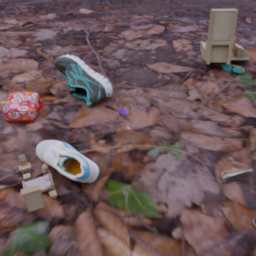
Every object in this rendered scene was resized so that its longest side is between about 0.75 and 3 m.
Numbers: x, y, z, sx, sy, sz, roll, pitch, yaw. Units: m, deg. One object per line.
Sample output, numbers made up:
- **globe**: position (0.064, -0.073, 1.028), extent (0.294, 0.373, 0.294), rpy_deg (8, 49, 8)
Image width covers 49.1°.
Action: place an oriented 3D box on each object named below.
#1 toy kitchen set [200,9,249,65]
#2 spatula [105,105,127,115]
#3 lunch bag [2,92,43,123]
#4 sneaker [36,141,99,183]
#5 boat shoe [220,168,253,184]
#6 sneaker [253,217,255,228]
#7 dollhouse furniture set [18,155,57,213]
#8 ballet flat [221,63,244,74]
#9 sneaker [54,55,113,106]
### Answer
- **toy kitchen set**: position (4.544, -4.246, 12.710), extent (2.058, 2.276, 2.523), rpy_deg (1, 28, 6)
- **spatula**: position (-0.448, -0.657, 9.923), extent (0.876, 0.090, 0.247), rpy_deg (19, 40, 23)
- **lunch bag**: position (-3.550, -0.751, 9.635), extent (1.239, 0.576, 1.407), rpy_deg (-3, 37, -4)
- **sneaker**: position (-1.669, 0.784, 7.188), extent (1.906, 0.770, 0.729), rpy_deg (21, 84, 23)
- **boat shoe**: position (2.801, 1.177, 7.267), extent (0.883, 0.334, 0.317), rpy_deg (-7, 35, -12)
- **sneaker**: position (3.298, 2.058, 5.774), extent (1.276, 0.678, 0.477), rpy_deg (24, 43, 29)
- **dollhouse furniture set**: position (-2.275, 1.235, 6.924), extent (0.743, 0.634, 1.433), rpy_deg (-15, 39, -19)
- **ballet flat**: position (4.636, -2.603, 12.376), extent (1.053, 0.372, 0.372), rpy_deg (28, 45, 34)
- **sneaker**: position (-1.879, -1.747, 10.340), extent (2.655, 1.030, 1.211), rpy_deg (33, 56, 19)
